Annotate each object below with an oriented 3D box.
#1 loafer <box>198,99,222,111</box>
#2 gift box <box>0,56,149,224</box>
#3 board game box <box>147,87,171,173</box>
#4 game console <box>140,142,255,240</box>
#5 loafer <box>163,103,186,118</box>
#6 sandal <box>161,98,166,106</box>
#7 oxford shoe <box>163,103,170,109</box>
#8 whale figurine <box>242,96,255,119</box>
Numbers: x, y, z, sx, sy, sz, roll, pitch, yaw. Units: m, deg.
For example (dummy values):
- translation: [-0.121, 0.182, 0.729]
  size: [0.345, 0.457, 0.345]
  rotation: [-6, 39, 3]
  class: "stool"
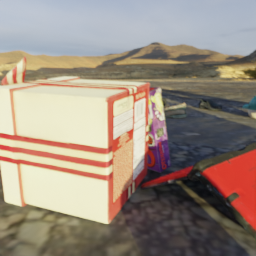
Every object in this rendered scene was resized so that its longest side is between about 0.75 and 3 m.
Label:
- translation: [3.907, -1.116, 13.393]
  size: [0.486, 0.502, 1.431]
  rotation: [-6, 13, -26]
  class: "loafer"
- translation: [-0.825, -0.014, 4.450]
  size: [1.987, 2.128, 1.964]
  rotation: [5, 12, 20]
  class: "gift box"
- translation: [-0.250, -0.095, 5.932]
  size: [0.416, 1.545, 2.575]
  rotation: [-28, 24, -35]
  class: "board game box"
- translation: [1.650, 0.970, 4.386]
  size: [2.153, 1.278, 1.856]
  rotation: [-11, 47, -39]
  class: "game console"
- translation: [1.419, -0.700, 11.225]
  size: [1.891, 0.595, 0.679]
  rotation: [-2, 12, -10]
  class: "loafer"
- translation: [0.853, -1.308, 12.435]
  size: [1.721, 0.646, 0.388]
  rotation: [9, 58, 5]
  class: "sandal"
- translation: [1.017, -1.201, 13.189]
  size: [2.008, 0.751, 0.707]
  rotation: [6, 14, 28]
  class: "oxford shoe"
- translation: [5.437, -0.930, 11.315]
  size: [1.541, 1.005, 1.937]
  rotation: [3, 12, 12]
  class: "whale figurine"
